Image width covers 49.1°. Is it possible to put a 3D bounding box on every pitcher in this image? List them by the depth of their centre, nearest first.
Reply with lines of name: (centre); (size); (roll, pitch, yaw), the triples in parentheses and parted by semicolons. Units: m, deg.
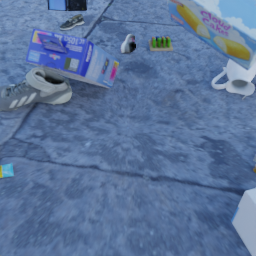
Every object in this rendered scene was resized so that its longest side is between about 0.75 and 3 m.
pitcher: (3.883, -2.001, 10.219); (1.456, 1.029, 1.697); (7, 52, 22)

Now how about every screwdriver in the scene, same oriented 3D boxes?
screwdriver: (4.452, -1.367, 10.023); (1.345, 0.196, 0.188); (-31, 50, -31)

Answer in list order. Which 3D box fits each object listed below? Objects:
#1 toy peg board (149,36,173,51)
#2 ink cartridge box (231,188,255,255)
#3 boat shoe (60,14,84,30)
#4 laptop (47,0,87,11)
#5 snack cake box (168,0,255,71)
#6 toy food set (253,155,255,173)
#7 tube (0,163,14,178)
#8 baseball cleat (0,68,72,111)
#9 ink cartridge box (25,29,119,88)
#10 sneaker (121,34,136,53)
toy peg board: (1.476, -3.933, 12.665); (1.004, 0.491, 0.999); (-1, 42, -1)
ink cartridge box: (3.216, 1.879, 5.636); (1.608, 1.180, 1.174); (-10, 43, -12)
boat shoe: (-2.918, -5.468, 14.408); (0.562, 0.448, 1.486); (26, 48, 26)
laptop: (-1.413, -3.105, 6.481); (0.816, 0.723, 0.421); (7, 19, 18)
snack cake box: (2.485, -3.063, 7.652); (2.967, 1.706, 0.997); (42, 92, 19)
toy food set: (3.795, 0.661, 7.451); (0.615, 0.580, 1.289); (25, 48, 26)
tube: (-3.498, 1.177, 7.158); (1.053, 0.265, 0.408); (-10, 56, -18)
baseball cleat: (-3.290, -1.306, 8.935); (2.837, 1.510, 0.989); (-8, 62, -6)
ink cartridge box: (-1.807, -2.225, 9.105); (2.024, 1.132, 2.967); (17, 6, 18)
sneaker: (0.129, -3.722, 12.458); (0.566, 0.478, 1.295); (13, 47, 13)
